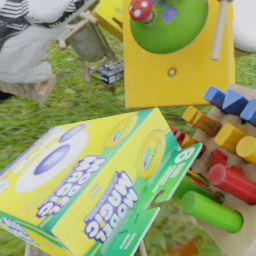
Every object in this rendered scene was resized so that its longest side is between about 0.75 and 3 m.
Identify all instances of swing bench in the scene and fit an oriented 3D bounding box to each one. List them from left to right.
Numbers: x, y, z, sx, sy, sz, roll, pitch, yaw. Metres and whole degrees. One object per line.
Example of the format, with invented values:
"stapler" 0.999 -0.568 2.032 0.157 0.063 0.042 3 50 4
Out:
"swing bench" -1.424 -2.534 7.690 1.177 1.805 1.815 -38 66 0
"swing bench" -0.559 2.152 4.349 1.947 1.263 1.937 -10 38 -4

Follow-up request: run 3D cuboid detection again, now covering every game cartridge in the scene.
"game cartridge" 0.945 -1.737 5.723 2.311 2.622 0.425 0 1 32

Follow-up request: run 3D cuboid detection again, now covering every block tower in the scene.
"block tower" -3.207 -1.475 6.435 2.953 0.854 0.798 15 49 3

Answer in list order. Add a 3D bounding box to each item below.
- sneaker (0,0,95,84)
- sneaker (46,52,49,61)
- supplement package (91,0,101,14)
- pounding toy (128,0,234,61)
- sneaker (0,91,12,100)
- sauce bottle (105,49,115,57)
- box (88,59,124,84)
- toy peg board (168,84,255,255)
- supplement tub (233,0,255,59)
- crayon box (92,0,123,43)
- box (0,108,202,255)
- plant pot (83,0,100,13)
"sneaker" -1.617 -1.776 5.006 2.935 1.687 1.103 -26 77 5
"sneaker" -2.870 -2.260 6.699 1.080 2.773 0.972 -7 54 4
"supplement package" -0.060 -4.247 10.156 2.471 1.449 1.444 19 23 -41
"pounding toy" 0.649 -1.822 4.174 1.697 1.310 0.787 18 0 28
"sneaker" -3.731 -1.782 9.884 1.465 0.957 2.619 3 35 5
"sauce bottle" -0.604 -2.316 8.721 0.286 0.286 0.866 -11 25 -15
"box" -0.634 -2.295 11.123 1.191 0.329 1.486 29 45 34
"toy peg board" 1.216 0.281 3.815 0.987 2.009 2.017 28 9 -25
"supplement tub" 2.742 -2.867 7.150 2.110 2.110 2.917 -2 9 -3
"crayon box" 0.028 -2.992 7.310 1.509 0.604 2.377 34 51 -15
"box" -0.674 0.615 3.455 2.918 0.706 1.712 -5 34 47
"plant pot" -1.423 -4.200 8.413 1.260 1.112 1.260 -3 -4 -29
